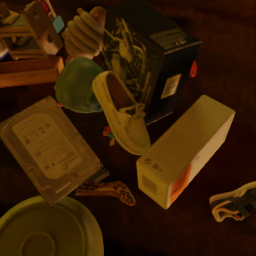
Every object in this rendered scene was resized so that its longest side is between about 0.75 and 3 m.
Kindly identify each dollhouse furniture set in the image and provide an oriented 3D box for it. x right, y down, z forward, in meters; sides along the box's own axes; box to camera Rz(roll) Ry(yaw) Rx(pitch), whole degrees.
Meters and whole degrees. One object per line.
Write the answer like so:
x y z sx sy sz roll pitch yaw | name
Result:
-3.278 -4.013 10.208 1.831 1.820 2.598 8 53 25 | dollhouse furniture set

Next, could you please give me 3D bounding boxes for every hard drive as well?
-2.032 0.551 7.296 1.709 0.463 2.446 -35 85 -24 | hard drive

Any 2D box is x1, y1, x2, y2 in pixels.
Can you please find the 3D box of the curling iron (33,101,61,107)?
-2.294 -0.919 9.286 2.052 0.262 0.509 -31 106 -16 | curling iron

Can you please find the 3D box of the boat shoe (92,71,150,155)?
0.017 -0.412 7.658 0.959 1.106 2.595 -31 98 -27 | boat shoe

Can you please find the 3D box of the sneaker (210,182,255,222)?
2.842 1.864 6.893 0.653 1.666 0.661 36 39 -29 | sneaker

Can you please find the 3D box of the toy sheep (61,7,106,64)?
-1.563 -3.277 10.127 1.652 2.397 1.652 31 22 -15 | toy sheep

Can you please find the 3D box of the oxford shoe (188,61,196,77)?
2.114 -2.474 10.335 0.594 0.583 1.637 -22 52 27 | oxford shoe

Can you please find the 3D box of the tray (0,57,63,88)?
-3.641 -1.891 9.607 2.649 0.490 1.306 -7 33 -1 | tray

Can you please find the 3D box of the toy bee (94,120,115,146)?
-0.496 0.100 8.572 1.135 0.617 0.743 42 67 -2 | toy bee

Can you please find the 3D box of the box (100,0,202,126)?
0.440 -1.930 8.466 1.422 2.731 2.487 -25 58 -30 | box

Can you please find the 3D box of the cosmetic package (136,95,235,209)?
1.561 0.606 7.599 1.032 1.469 2.897 34 63 26 | cosmetic package

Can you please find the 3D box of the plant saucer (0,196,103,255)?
-2.099 2.950 6.702 2.980 0.463 2.980 0 56 -1 | plant saucer

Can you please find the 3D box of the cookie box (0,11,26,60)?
-5.792 -3.415 10.550 2.459 1.080 2.875 21 58 15 | cookie box

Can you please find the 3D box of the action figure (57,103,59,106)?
-2.623 -0.220 8.755 0.501 0.396 1.532 16 60 23 | action figure

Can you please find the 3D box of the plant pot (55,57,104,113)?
-1.182 -1.162 8.578 1.150 1.717 1.717 30 61 30 | plant pot

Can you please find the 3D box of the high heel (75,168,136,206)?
-0.617 1.797 7.366 1.102 0.552 1.546 -32 45 -26 | high heel
